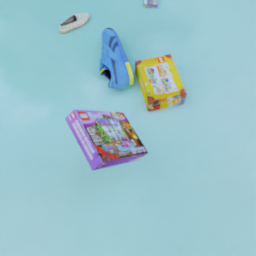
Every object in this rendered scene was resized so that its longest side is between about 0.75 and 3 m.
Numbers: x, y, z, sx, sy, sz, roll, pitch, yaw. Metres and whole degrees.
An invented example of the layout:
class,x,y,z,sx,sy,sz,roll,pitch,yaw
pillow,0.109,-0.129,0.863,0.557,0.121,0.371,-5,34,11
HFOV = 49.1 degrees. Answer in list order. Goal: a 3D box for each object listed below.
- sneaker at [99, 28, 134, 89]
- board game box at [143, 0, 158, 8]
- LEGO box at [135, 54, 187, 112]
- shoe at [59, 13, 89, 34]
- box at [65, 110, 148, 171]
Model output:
class,x,y,z,sx,sy,sz,roll,pitch,yaw
sneaker,-0.703,-2.632,10.415,1.085,0.912,2.767,-16,66,-10
board game box,0.994,-5.680,12.342,0.627,0.160,0.927,4,64,2
LEGO box,1.120,-1.637,10.050,1.362,0.706,1.829,-12,65,-6
shoe,-2.225,-4.390,11.581,1.455,0.388,0.509,-37,69,-16
box,-0.463,0.239,7.075,0.407,2.081,1.424,-41,71,26
